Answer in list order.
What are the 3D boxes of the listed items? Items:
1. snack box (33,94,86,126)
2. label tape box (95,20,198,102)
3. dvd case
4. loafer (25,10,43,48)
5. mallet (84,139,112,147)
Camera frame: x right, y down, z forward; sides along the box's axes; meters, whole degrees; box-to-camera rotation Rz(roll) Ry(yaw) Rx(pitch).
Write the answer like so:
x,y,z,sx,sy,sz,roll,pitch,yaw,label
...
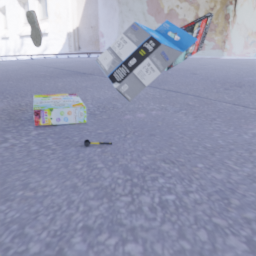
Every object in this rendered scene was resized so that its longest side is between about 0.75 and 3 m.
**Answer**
x,y,z,sx,sy,sz,roll,pitch,yaw,label
-3.061,-0.878,12.275,2.042,0.761,2.872,-6,19,-16,snack box
0.483,-2.560,9.300,0.917,2.898,2.090,40,12,-44,label tape box
2.609,-3.759,12.233,2.591,1.892,0.285,-36,63,-27,dvd case
-3.131,-3.379,9.546,0.441,1.226,0.385,2,32,14,loafer
-0.981,0.518,9.110,0.921,0.190,0.303,4,18,-1,mallet
